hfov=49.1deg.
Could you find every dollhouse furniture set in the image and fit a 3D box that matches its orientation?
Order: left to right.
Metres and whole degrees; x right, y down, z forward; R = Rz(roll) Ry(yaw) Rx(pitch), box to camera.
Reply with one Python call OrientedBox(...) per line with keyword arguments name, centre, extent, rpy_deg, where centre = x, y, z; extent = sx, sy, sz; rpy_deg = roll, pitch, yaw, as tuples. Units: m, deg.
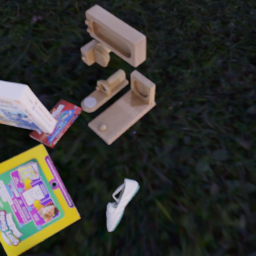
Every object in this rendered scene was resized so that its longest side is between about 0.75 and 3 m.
OrientedBox(name="dollhouse furniture set", centre=(-0.775, -1.541, 8.503), extent=(2.524, 2.654, 2.162), rpy_deg=(40, 69, 22))

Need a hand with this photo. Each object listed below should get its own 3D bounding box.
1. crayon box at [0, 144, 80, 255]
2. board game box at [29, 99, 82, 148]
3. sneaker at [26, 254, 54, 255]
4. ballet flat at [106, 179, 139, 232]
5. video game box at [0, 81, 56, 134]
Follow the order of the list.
OrientedBox(name="crayon box", centre=(-2.541, 1.791, 7.088), extent=(1.853, 0.626, 2.148), rpy_deg=(-27, 86, -16))
OrientedBox(name="board game box", centre=(-2.344, -0.181, 9.179), extent=(0.860, 0.162, 1.671), rpy_deg=(24, 60, 16))
OrientedBox(name="sneaker", centre=(-2.028, 3.174, 6.398), extent=(0.303, 0.908, 0.487), rpy_deg=(6, 76, 39))
OrientedBox(name="ballet flat", centre=(-0.268, 1.970, 7.317), extent=(0.500, 0.500, 1.439), rpy_deg=(30, 85, 18))
OrientedBox(name="video game box", centre=(-3.528, -0.642, 8.199), extent=(2.252, 2.052, 0.527), rpy_deg=(10, 64, 15))
